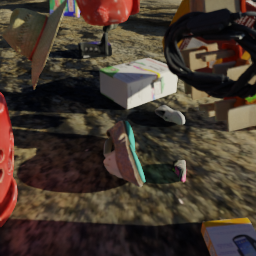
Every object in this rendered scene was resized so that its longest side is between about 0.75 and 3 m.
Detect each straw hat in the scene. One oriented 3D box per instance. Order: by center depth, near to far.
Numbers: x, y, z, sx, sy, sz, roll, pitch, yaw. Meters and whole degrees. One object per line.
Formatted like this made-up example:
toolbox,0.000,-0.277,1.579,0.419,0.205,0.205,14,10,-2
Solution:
straw hat,-2.262,-2.160,6.441,1.030,2.435,2.435,19,25,-22

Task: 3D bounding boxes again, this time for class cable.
cable,1.457,-1.162,4.726,2.058,1.679,0.523,9,57,54

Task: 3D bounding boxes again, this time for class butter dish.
butter dish,-0.529,-2.626,5.822,1.415,1.411,1.046,-2,60,9

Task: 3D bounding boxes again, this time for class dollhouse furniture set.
dollhouse furniture set,2.380,-1.694,6.506,1.498,2.876,2.908,-11,23,-2

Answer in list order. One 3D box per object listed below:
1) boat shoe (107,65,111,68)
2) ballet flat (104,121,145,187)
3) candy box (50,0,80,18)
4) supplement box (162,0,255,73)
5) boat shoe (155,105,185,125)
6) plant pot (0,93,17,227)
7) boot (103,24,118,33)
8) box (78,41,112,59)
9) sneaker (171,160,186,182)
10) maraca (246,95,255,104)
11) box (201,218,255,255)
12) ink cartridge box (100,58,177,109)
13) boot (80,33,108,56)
boat shoe,-0.815,-2.666,12.931,0.382,0.339,1.023,-3,25,-6
ballet flat,-0.183,0.711,7.212,0.875,0.886,2.602,-22,27,4
candy box,-2.123,-4.183,9.419,0.953,0.806,0.367,4,19,-1
supplement box,2.539,-2.878,8.307,2.249,2.218,1.493,20,35,-12
boat shoe,1.358,-0.407,9.242,0.407,0.446,1.240,-23,38,-22
plant pot,-3.511,0.785,5.219,2.828,2.575,2.828,-1,31,0
boot,-0.662,-4.360,11.640,0.636,0.329,0.973,-33,-1,-24
box,-1.840,-4.359,15.517,1.628,0.642,1.149,-11,30,-16
sneaker,1.255,1.062,6.977,0.352,0.297,0.805,3,28,7
maraca,4.295,-0.597,9.093,1.107,0.864,1.615,-7,39,-2
box,1.988,2.321,4.904,0.932,0.325,1.566,-3,34,-5
ink cartridge box,0.423,-1.826,10.941,2.502,1.051,1.812,-22,38,-31
boot,-1.260,-3.079,10.328,0.999,0.823,0.328,-1,20,-1
